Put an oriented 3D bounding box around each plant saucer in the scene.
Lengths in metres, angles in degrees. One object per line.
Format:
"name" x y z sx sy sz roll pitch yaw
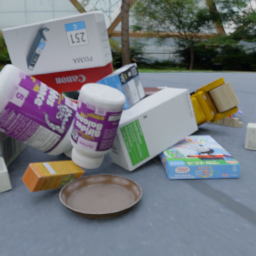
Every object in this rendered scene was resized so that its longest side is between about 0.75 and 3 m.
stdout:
"plant saucer" -0.564 1.438 5.895 1.697 0.272 1.697 0 16 0

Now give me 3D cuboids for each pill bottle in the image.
"pill bottle" -2.213 -0.243 7.320 2.820 1.583 1.583 32 -2 -30
"pill bottle" -0.763 -0.002 6.462 1.022 1.821 1.022 14 25 -7

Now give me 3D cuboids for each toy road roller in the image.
"toy road roller" 2.804 -0.762 10.607 1.687 1.420 2.311 -28 1 -44

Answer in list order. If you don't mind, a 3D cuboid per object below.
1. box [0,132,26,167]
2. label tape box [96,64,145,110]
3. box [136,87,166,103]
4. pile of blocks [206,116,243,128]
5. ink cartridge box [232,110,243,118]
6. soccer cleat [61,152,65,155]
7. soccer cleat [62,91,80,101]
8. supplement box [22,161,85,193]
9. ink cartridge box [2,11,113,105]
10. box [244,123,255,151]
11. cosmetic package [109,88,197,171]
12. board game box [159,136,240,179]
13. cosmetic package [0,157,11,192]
"box" -4.443 0.341 8.041 2.345 1.230 2.157 0 15 -3
"label tape box" -0.157 -1.067 7.803 0.442 1.007 1.397 -2 27 38
"box" 0.852 -0.404 9.665 1.507 1.816 1.491 -5 17 -15
"pile of blocks" 4.177 -0.398 12.183 1.631 0.507 0.670 10 18 32
"ink cartridge box" 4.158 -0.668 13.263 2.190 0.459 1.307 1 12 11
"soccer cleat" -1.993 0.019 8.684 0.526 1.627 0.680 -4 -5 22
"soccer cleat" -2.774 -0.939 10.165 0.967 1.160 2.863 -25 -10 32
"supplement box" -1.603 1.045 6.183 0.461 0.446 1.341 40 19 27
"ink cartridge box" -1.859 -1.725 7.971 2.897 2.553 0.648 -3 23 20
"box" 4.649 0.359 8.885 1.682 0.799 0.654 9 17 26
"cosmetic package" 0.609 -0.057 7.941 2.545 1.370 1.080 -29 22 -24
"board game box" 1.833 0.770 8.020 1.784 0.432 2.359 -1 15 -3
"cosmetic package" -3.131 1.118 6.621 0.538 0.454 1.041 -16 20 -24
